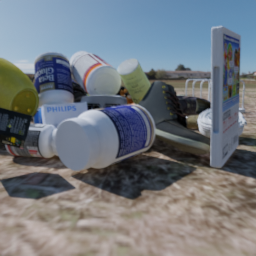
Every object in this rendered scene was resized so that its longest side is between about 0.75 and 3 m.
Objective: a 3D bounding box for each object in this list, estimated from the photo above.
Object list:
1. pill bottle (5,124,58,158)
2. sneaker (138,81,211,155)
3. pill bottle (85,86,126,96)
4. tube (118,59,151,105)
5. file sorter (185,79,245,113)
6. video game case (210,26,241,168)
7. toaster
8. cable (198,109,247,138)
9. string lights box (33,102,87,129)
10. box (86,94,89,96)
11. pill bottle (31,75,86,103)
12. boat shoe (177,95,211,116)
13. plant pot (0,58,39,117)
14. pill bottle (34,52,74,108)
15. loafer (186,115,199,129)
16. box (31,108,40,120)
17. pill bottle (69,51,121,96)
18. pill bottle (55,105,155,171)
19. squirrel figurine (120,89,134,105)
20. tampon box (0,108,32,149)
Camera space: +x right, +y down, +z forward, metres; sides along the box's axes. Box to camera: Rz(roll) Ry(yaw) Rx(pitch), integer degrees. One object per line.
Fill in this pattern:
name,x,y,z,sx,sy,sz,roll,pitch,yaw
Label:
pill bottle,-2.180,0.313,6.839,1.406,0.815,0.815,3,11,15
sneaker,1.164,-0.396,7.500,1.080,1.534,2.888,30,-3,-42
pill bottle,-1.248,-1.628,15.672,2.622,1.466,1.466,10,14,42
tube,0.540,-1.097,9.610,0.817,0.731,2.818,26,-20,38
file sorter,4.912,-1.873,16.109,2.031,1.823,2.927,-6,12,-26
video game case,2.331,-0.751,6.613,0.262,2.909,2.083,4,13,31
toaster,-0.725,-0.409,8.855,1.399,1.547,0.918,2,6,4
cable,2.983,-0.162,8.993,1.439,0.498,1.439,-4,29,16
string lights box,-2.096,-0.220,8.430,1.193,0.685,2.322,-6,-4,-25
box,-1.452,-0.925,12.306,0.656,1.192,0.207,5,43,8
pill bottle,-2.862,-1.392,12.211,1.673,1.673,2.991,-9,34,-42
boat shoe,3.174,-1.136,14.223,2.981,1.072,0.966,1,4,-32
plant pot,-3.853,-0.973,9.033,1.598,2.251,2.251,23,19,23
pill bottle,-2.723,-1.444,10.341,1.336,2.405,1.336,-9,-18,-3
loafer,3.018,-0.255,10.648,1.717,0.653,0.579,-14,17,-21
box,-3.958,-0.702,13.441,1.922,0.442,1.527,-2,10,-11
pill bottle,-1.327,-2.023,10.464,1.303,1.303,2.378,-6,30,-29
pill bottle,-0.450,0.183,6.293,1.274,1.274,2.201,7,13,36
squirrel figurine,0.325,-1.322,13.995,1.433,1.535,1.086,-24,29,44
tampon box,-2.524,-0.004,5.766,0.900,0.568,0.674,16,-23,-18
